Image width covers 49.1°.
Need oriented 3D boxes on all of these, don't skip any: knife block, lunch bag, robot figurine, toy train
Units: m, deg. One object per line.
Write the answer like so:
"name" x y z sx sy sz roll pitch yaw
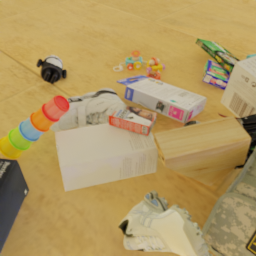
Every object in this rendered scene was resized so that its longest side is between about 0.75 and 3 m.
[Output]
"knife block" 2.432 0.274 7.112 2.855 2.506 0.913 26 28 -34
"lunch bag" 3.086 2.060 6.069 2.194 1.573 2.676 30 57 27
"robot figurine" -3.090 -2.376 11.364 0.853 1.027 1.366 -18 42 10
"toy train" 0.580 -2.566 11.731 2.342 0.651 1.759 28 49 26

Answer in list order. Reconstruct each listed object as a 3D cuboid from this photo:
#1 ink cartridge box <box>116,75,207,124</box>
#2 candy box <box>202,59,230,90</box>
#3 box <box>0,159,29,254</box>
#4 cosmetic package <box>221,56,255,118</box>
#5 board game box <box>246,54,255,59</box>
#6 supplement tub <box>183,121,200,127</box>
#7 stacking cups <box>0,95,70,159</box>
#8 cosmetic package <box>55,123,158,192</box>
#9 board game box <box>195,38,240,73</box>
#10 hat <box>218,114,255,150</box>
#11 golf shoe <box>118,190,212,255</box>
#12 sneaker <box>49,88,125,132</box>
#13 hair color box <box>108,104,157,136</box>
"ink cartridge box" 1.127 -1.121 9.903 2.851 0.598 1.701 27 32 25
"candy box" 3.554 -2.163 11.271 0.990 0.451 1.171 22 44 0
"box" -3.887 1.874 6.396 2.314 1.359 2.276 5 43 3
"cosmetic package" 4.714 -1.284 9.412 2.158 1.780 1.779 -21 52 -22
"board game box" 6.476 -2.110 11.197 2.206 0.686 2.922 -13 44 -14
"supplement tub" 1.979 0.359 8.533 0.678 0.678 1.106 8 44 8
"stacking cups" -2.647 -0.068 7.786 0.765 2.529 0.765 37 31 -27
"cosmetic package" -0.615 0.677 7.857 2.617 1.110 1.408 -10 44 -11
"board game box" 4.069 -3.073 12.017 1.342 0.301 2.562 0 41 -28
"hat" 3.686 -0.232 8.387 1.407 1.598 1.324 55 27 5
"golf shoe" 0.611 2.194 5.626 1.344 2.765 1.082 -31 94 -14
"sneaker" -1.136 -0.384 9.075 2.694 1.012 1.549 -26 46 -30
"hair color box" 0.126 -0.246 7.817 1.190 0.380 0.660 16 41 16
